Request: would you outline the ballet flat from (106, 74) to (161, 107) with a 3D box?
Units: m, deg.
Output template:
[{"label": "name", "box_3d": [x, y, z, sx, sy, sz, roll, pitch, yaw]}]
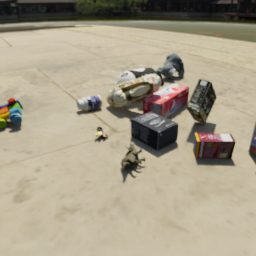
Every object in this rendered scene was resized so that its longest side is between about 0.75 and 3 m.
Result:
[{"label": "ballet flat", "box_3d": [0.089, -1.561, 12.186, 2.845, 1.076, 0.909, -22, 20, 28]}]

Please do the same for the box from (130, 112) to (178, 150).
[{"label": "box", "box_3d": [0.933, 0.080, 10.130, 1.055, 0.744, 1.426, -20, 33, -35]}]

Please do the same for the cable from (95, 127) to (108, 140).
[{"label": "cable", "box_3d": [-0.986, 0.148, 10.545, 0.495, 0.256, 1.019, 1, 27, -3]}]

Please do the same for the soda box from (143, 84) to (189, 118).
[{"label": "soda box", "box_3d": [1.732, -1.188, 12.527, 0.945, 0.856, 2.698, 18, 31, 31]}]

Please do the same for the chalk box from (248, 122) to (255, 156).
[{"label": "chalk box", "box_3d": [5.004, 0.269, 8.922, 2.475, 1.534, 1.545, -19, 34, -31]}]

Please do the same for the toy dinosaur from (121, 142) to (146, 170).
[{"label": "toy dinosaur", "box_3d": [0.078, 1.004, 8.681, 0.713, 0.537, 1.394, -16, 25, 32]}]

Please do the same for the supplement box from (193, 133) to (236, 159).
[{"label": "supplement box", "box_3d": [2.797, 0.586, 9.194, 1.211, 0.668, 0.519, 1, 31, 2]}]

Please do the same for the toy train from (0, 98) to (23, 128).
[{"label": "toy train", "box_3d": [-5.145, -0.386, 11.194, 1.845, 0.781, 1.067, -22, 46, -8]}]

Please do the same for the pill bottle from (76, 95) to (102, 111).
[{"label": "pill bottle", "box_3d": [-1.758, -1.110, 12.669, 1.063, 0.590, 0.590, -14, 30, -27]}]

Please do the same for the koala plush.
[{"label": "koala plush", "box_3d": [2.497, -3.602, 16.948, 1.408, 1.459, 1.587, 18, 44, 32]}]

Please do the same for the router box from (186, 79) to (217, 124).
[{"label": "router box", "box_3d": [2.875, -0.980, 10.863, 0.509, 1.229, 1.640, 22, -6, 28]}]

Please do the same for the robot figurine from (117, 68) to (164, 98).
[{"label": "robot figurine", "box_3d": [0.590, -2.209, 13.828, 2.349, 1.765, 1.466, -15, 46, -25]}]
